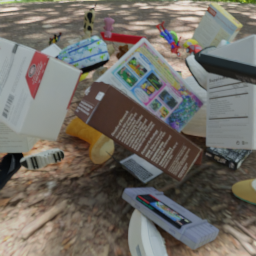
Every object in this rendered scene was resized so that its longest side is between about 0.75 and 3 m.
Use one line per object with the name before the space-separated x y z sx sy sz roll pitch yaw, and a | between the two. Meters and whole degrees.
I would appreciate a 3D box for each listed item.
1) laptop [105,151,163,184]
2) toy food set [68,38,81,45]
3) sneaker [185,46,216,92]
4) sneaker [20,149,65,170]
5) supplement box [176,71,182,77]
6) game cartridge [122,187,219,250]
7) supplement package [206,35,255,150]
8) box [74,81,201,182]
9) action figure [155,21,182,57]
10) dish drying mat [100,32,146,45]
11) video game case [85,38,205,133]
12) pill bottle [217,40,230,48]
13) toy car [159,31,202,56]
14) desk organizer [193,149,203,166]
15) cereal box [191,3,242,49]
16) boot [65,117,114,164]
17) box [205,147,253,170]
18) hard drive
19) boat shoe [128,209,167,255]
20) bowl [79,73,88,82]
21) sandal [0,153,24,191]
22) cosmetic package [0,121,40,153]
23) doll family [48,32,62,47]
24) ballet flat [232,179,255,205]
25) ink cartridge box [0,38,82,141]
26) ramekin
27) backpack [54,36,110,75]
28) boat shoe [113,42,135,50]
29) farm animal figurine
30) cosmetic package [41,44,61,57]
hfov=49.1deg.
laptop | 0.234 1.132 9.305 1.459 0.846 1.366 -24 40 -33
toy food set | -2.201 -3.047 10.861 0.260 0.860 0.617 40 43 11
sneaker | 2.937 -1.240 8.614 1.116 2.815 1.040 -35 15 17
sneaker | -3.001 1.061 9.804 1.483 0.557 0.601 -11 21 -22
supplement box | 1.317 -0.854 11.118 1.518 2.259 2.262 3 32 5
game cartridge | 1.077 2.225 7.329 2.288 0.439 1.483 27 4 36
supplement package | 3.178 -0.789 7.348 1.610 2.656 1.591 3 -2 -27
box | 0.200 0.072 5.980 2.510 0.940 1.257 35 -2 -23
action figure | 1.328 -2.660 8.302 0.372 1.140 0.564 -37 10 -31
dish drying mat | -0.185 -3.913 12.265 1.989 0.181 0.764 11 -4 9
video game case | 0.552 -0.828 7.880 2.403 2.640 0.313 -46 5 -18
pill bottle | 3.636 -2.645 9.869 1.011 0.560 0.560 25 35 1
toy car | 1.951 -3.139 10.202 1.657 0.393 1.761 24 26 -6
desk organizer | 1.730 0.759 10.017 1.842 0.709 0.661 7 33 11
cereal box | 3.229 -3.494 10.726 0.393 1.990 1.432 -25 67 -33
boot | -1.498 0.316 10.629 2.113 1.039 2.952 5 28 18
box | 3.723 0.830 10.263 1.203 0.327 1.501 25 40 34
hard drive | 2.119 -1.072 5.344 1.419 0.233 0.990 21 9 25
boat shoe | 0.558 2.840 6.757 0.757 0.796 2.210 22 15 -18
bowl | -2.054 -2.130 9.846 1.228 0.661 1.228 -7 40 6
sandal | -4.086 1.337 9.350 0.782 0.440 2.056 2 32 4
cosmetic package | -4.206 -0.173 10.164 1.500 1.803 1.509 -1 15 -1
doll family | -3.274 -3.999 12.599 0.351 0.517 0.894 23 49 -5
ballet flat | 4.484 1.865 8.115 2.719 0.857 0.933 12 35 18
ink cartridge box | -2.735 -1.085 7.476 2.707 1.987 1.122 27 7 38
ramekin | 2.743 -0.865 10.903 1.322 2.518 2.518 3 32 5
backpack | -1.361 -2.138 8.586 1.572 1.209 1.283 -1 10 17
boat shoe | 0.028 -3.988 13.168 1.534 0.574 0.474 12 36 -9
farm animal figurine | -1.233 -3.152 11.160 2.457 2.485 1.296 -40 27 22
cosmetic package | -2.991 -2.299 10.118 0.760 0.534 1.498 42 63 10
